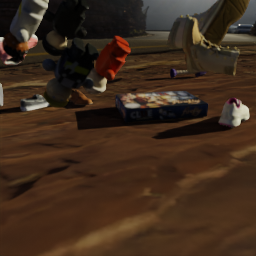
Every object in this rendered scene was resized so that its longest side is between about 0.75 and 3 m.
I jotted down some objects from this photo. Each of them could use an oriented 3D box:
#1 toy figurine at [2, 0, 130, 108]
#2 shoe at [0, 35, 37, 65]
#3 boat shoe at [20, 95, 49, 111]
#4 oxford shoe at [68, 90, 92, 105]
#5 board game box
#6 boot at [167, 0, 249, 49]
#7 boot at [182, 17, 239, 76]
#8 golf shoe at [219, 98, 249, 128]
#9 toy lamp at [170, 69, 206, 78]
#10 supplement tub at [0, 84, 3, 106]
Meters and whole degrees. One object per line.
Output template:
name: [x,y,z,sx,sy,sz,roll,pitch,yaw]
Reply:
toy figurine: [-1.316,-1.639,5.925,2.190,1.523,2.156,45,32,3]
shoe: [-3.228,-2.332,8.370,0.565,0.720,1.582,-41,-5,39]
boat shoe: [-3.314,-1.003,10.257,0.491,0.464,1.370,18,27,38]
oxford shoe: [-1.868,-1.164,10.678,1.359,0.484,0.485,21,28,39]
board game box: [1.060,-0.795,9.696,2.736,0.473,1.854,-5,21,-12]
boot: [2.357,-3.328,8.476,0.854,2.370,1.833,39,-5,-32]
boot: [1.669,-1.591,5.611,1.066,1.371,0.499,14,61,27]
golf shoe: [3.403,-0.583,8.750,0.661,0.804,1.756,13,23,32]
toy lamp: [3.324,-3.070,15.490,1.960,0.571,0.571,-5,22,-10]
supplement tub: [-5.497,-1.068,9.374,2.321,1.241,1.241,-6,22,-13]
